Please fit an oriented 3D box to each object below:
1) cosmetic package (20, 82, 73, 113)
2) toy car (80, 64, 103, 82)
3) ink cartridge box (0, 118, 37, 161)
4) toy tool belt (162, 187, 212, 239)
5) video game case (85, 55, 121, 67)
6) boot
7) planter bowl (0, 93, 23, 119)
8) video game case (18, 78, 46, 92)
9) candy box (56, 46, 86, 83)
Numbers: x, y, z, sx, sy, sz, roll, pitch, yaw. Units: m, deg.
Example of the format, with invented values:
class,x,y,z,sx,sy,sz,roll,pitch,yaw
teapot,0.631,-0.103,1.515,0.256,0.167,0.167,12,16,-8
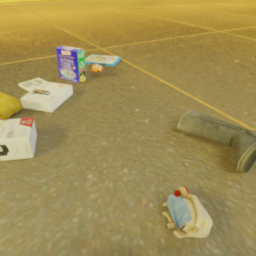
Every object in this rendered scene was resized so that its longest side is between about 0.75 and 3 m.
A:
class,x,y,z,sx,sy,sz,roll,pitch,yaw
cosmetic package,-2.991,-1.187,10.451,1.217,0.417,1.615,11,35,14
toy car,-1.570,-2.376,11.970,0.503,0.342,1.026,23,63,40
ink cartridge box,-3.452,0.319,7.743,1.619,0.671,1.180,-5,32,-8
toy tool belt,1.034,1.630,5.519,0.756,0.768,1.230,-2,29,-18
video game case,-1.357,-3.504,14.518,1.699,0.151,1.216,8,32,12
boot,2.441,0.223,7.751,2.328,0.845,2.117,28,26,27
planter bowl,-4.211,-0.649,9.181,1.336,1.336,0.556,5,68,9
video game case,-3.882,-1.791,11.734,1.078,0.128,0.981,27,41,36
candy box,-2.444,-2.744,12.076,1.170,1.384,0.533,17,36,25
